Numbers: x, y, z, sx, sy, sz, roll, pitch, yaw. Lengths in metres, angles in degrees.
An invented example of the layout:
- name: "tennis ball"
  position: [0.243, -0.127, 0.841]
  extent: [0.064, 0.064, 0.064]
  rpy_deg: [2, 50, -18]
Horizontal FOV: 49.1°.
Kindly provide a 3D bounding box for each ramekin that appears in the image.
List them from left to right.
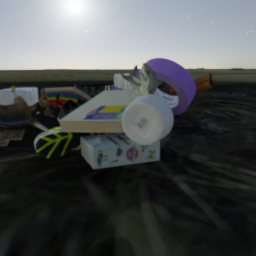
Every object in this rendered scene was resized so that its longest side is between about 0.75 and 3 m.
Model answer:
- name: "ramekin"
  position: [0.369, -0.141, 5.712]
  extent: [1.015, 1.015, 0.495]
  rpy_deg: [6, 21, 24]

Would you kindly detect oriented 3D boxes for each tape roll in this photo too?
- name: "tape roll"
  position: [1.660, -1.852, 12.984]
  extent: [2.788, 2.788, 0.915]
  rpy_deg: [10, 55, 38]

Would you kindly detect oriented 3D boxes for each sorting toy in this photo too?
- name: "sorting toy"
  position: [-2.868, -1.283, 13.801]
  extent: [1.983, 0.694, 1.995]
  rpy_deg: [2, -15, 29]

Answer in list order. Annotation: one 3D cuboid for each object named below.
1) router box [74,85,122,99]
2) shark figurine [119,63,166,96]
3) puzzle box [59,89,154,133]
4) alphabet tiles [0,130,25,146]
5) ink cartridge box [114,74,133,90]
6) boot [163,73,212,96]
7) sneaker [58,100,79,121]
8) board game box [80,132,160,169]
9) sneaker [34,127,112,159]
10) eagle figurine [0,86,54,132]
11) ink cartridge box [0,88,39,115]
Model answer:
- name: "router box"
  position: [-1.253, -1.761, 15.437]
  extent: [2.214, 0.758, 2.968]
  rpy_deg: [4, -2, 24]
- name: "shark figurine"
  position: [0.513, -1.139, 7.049]
  extent: [0.793, 1.136, 1.901]
  rpy_deg: [-31, 15, -8]
- name: "puzzle box"
  position: [-0.468, -0.545, 7.808]
  extent: [1.750, 0.334, 2.631]
  rpy_deg: [1, 24, 24]
- name: "alphabet tiles"
  position: [-4.356, 0.337, 9.152]
  extent: [1.700, 0.077, 2.034]
  rpy_deg: [-3, 13, -15]
- name: "ink cartridge box"
  position: [0.195, -2.561, 18.158]
  extent: [1.102, 1.914, 2.623]
  rpy_deg: [-8, 14, -32]
- name: "boot"
  position: [3.219, -2.334, 15.255]
  extent: [2.681, 0.918, 2.524]
  rpy_deg: [-30, 20, 27]
- name: "sneaker"
  position: [-2.328, -0.629, 11.233]
  extent: [0.784, 1.067, 2.359]
  rpy_deg: [-4, 13, -23]
- name: "board game box"
  position: [-0.236, 0.517, 7.189]
  extent: [1.728, 0.555, 1.275]
  rpy_deg: [-6, 14, -21]
- name: "sneaker"
  position: [-1.470, 0.208, 7.814]
  extent: [2.293, 0.864, 0.876]
  rpy_deg: [-6, 17, -29]
- name: "eagle figurine"
  position: [-3.917, -0.557, 9.524]
  extent: [2.484, 1.885, 1.875]
  rpy_deg: [-20, 46, -14]
- name: "ink cartridge box"
  position: [-5.133, -1.193, 13.242]
  extent: [1.306, 1.312, 1.789]
  rpy_deg: [-1, 11, 0]
